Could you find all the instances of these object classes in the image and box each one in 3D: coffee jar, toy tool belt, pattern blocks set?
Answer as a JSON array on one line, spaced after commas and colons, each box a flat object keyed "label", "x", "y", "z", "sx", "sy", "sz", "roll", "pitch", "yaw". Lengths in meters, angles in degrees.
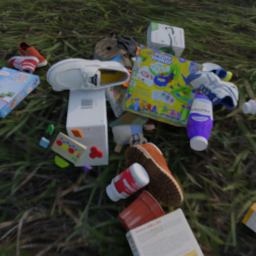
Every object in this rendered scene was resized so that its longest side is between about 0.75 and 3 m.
[{"label": "coffee jar", "x": 1.268, "y": -2.944, "z": 13.659, "sx": 1.027, "sy": 1.256, "sz": 2.408, "roll": 20, "pitch": 46, "yaw": 41}, {"label": "toy tool belt", "x": 0.219, "y": 0.374, "z": 10.820, "sx": 1.636, "sy": 1.005, "sz": 1.021, "roll": -7, "pitch": 9, "yaw": -14}, {"label": "pattern blocks set", "x": -1.834, "y": 0.659, "z": 8.782, "sx": 1.834, "sy": 1.612, "sz": 0.149, "roll": 40, "pitch": 30, "yaw": -8}]

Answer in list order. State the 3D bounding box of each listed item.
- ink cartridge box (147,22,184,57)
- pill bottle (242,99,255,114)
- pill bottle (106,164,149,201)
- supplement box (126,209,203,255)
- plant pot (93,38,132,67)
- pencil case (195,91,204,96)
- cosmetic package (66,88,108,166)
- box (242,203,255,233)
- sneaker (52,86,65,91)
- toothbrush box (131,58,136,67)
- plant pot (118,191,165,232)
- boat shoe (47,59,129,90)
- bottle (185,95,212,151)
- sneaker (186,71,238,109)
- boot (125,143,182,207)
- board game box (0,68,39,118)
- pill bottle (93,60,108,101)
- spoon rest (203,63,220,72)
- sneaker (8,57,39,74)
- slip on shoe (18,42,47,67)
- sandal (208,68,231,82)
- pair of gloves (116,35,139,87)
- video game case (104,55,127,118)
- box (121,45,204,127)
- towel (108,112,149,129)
[{"label": "ink cartridge box", "x": 1.999, "y": -4.715, "z": 14.974, "sx": 1.877, "sy": 0.792, "sz": 1.371, "roll": 6, "pitch": 66, "yaw": -12}, {"label": "pill bottle", "x": 5.313, "y": -0.894, "z": 11.582, "sx": 1.052, "sy": 0.586, "sz": 0.586, "roll": -11, "pitch": 47, "yaw": -8}, {"label": "pill bottle", "x": -0.045, "y": 1.786, "z": 8.984, "sx": 1.318, "sy": 0.740, "sz": 0.740, "roll": -39, "pitch": 44, "yaw": 21}, {"label": "supplement box", "x": 1.126, "y": 3.563, "z": 7.176, "sx": 1.535, "sy": 0.895, "sz": 2.435, "roll": -17, "pitch": 66, "yaw": -16}, {"label": "plant pot", "x": -0.809, "y": -3.100, "z": 13.149, "sx": 2.086, "sy": 1.810, "sz": 2.086, "roll": -1, "pitch": 61, "yaw": 1}, {"label": "pencil case", "x": 3.559, "y": -1.742, "z": 12.729, "sx": 2.296, "sy": 0.951, "sz": 0.993, "roll": 18, "pitch": 48, "yaw": 16}, {"label": "cosmetic package", "x": -1.426, "y": -0.071, "z": 10.268, "sx": 1.305, "sy": 2.123, "sz": 2.117, "roll": -4, "pitch": 46, "yaw": -2}, {"label": "box", "x": 4.179, "y": 2.966, "z": 8.185, "sx": 1.497, "sy": 0.891, "sz": 0.310, "roll": 35, "pitch": 55, "yaw": 28}, {"label": "sneaker", "x": -2.832, "y": -2.498, "z": 13.458, "sx": 0.714, "sy": 0.950, "sz": 1.907, "roll": 29, "pitch": 51, "yaw": 32}, {"label": "toothbrush box", "x": 0.505, "y": -3.144, "z": 14.126, "sx": 0.646, "sy": 0.887, "sz": 0.382, "roll": -17, "pitch": 48, "yaw": -16}, {"label": "plant pot", "x": 0.372, "y": 2.670, "z": 8.424, "sx": 1.094, "sy": 1.125, "sz": 1.125, "roll": -33, "pitch": 54, "yaw": -18}, {"label": "boat shoe", "x": -1.299, "y": -1.768, "z": 9.690, "sx": 2.868, "sy": 1.017, "sz": 1.001, "roll": -6, "pitch": 27, "yaw": -25}, {"label": "bottle", "x": 2.842, "y": -0.256, "z": 11.332, "sx": 1.089, "sy": 0.851, "sz": 2.607, "roll": 5, "pitch": 46, "yaw": 10}, {"label": "sneaker", "x": 2.985, "y": -1.311, "z": 9.809, "sx": 2.037, "sy": 0.767, "sz": 0.898, "roll": 17, "pitch": 56, "yaw": -11}, {"label": "boot", "x": 1.093, "y": 1.475, "z": 9.467, "sx": 2.446, "sy": 0.918, "sz": 1.311, "roll": 52, "pitch": 29, "yaw": 16}, {"label": "board game box", "x": -5.795, "y": -1.734, "z": 13.019, "sx": 2.071, "sy": 0.501, "sz": 2.738, "roll": 16, "pitch": 48, "yaw": 15}, {"label": "pill bottle", "x": -1.097, "y": -1.916, "z": 12.144, "sx": 1.085, "sy": 1.958, "sz": 1.085, "roll": -20, "pitch": 48, "yaw": 24}, {"label": "spoon rest", "x": 3.942, "y": -2.675, "z": 13.867, "sx": 1.023, "sy": 0.624, "sz": 2.059, "roll": 21, "pitch": 50, "yaw": 20}, {"label": "sneaker", "x": -5.486, "y": -3.092, "z": 14.265, "sx": 1.754, "sy": 0.625, "sz": 0.986, "roll": -1, "pitch": 59, "yaw": 19}, {"label": "slip on shoe", "x": -5.196, "y": -3.931, "z": 15.028, "sx": 0.839, "sy": 0.693, "sz": 2.265, "roll": -32, "pitch": 57, "yaw": -31}, {"label": "sandal", "x": 3.619, "y": -2.244, "z": 11.517, "sx": 0.588, "sy": 0.536, "sz": 1.349, "roll": 25, "pitch": 0, "yaw": -22}, {"label": "pair of gloves", "x": 0.032, "y": -2.780, "z": 11.971, "sx": 0.257, "sy": 2.082, "sz": 1.855, "roll": 7, "pitch": 0, "yaw": 38}, {"label": "video game case", "x": -0.407, "y": -1.767, "z": 11.961, "sx": 0.195, "sy": 2.193, "sz": 1.569, "roll": 6, "pitch": 41, "yaw": 40}, {"label": "box", "x": 1.248, "y": -1.542, "z": 10.953, "sx": 2.500, "sy": 1.525, "sz": 2.408, "roll": 17, "pitch": 90, "yaw": -3}, {"label": "towel", "x": 0.031, "y": -0.191, "z": 11.785, "sx": 1.052, "sy": 0.156, "sz": 1.435, "roll": 33, "pitch": 53, "yaw": 28}]
